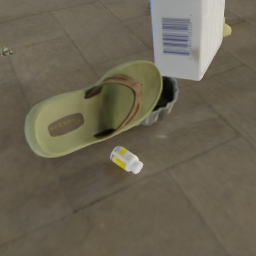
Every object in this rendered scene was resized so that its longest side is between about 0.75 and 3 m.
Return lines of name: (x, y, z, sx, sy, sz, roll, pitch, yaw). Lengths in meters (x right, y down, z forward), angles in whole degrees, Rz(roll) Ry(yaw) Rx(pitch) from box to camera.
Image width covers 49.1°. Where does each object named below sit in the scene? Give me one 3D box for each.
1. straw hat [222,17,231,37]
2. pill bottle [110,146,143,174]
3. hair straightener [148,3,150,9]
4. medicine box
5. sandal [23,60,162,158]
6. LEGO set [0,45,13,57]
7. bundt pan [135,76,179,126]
straw hat: (3.950, -4.780, 12.645, 1.582, 0.670, 1.582, 0, 47, 0)
pill bottle: (-0.035, 0.882, 7.618, 0.834, 0.467, 0.467, 32, 55, 25)
hair straightener: (2.011, -6.447, 14.414, 2.101, 0.430, 0.808, -14, 48, -6)
medicine box: (1.374, -2.372, 6.086, 1.046, 1.851, 2.032, 12, 45, 25)
sandal: (-0.268, -0.311, 4.302, 2.649, 1.052, 0.756, -34, 18, -38)
LEGO set: (-3.850, -2.269, 8.367, 0.707, 0.309, 1.089, -18, 21, -11)
bundt pan: (0.387, -0.980, 9.021, 2.417, 0.907, 2.417, -1, 47, 1)
